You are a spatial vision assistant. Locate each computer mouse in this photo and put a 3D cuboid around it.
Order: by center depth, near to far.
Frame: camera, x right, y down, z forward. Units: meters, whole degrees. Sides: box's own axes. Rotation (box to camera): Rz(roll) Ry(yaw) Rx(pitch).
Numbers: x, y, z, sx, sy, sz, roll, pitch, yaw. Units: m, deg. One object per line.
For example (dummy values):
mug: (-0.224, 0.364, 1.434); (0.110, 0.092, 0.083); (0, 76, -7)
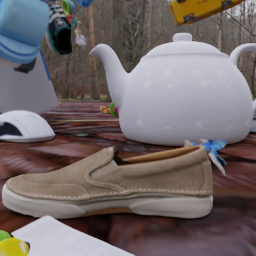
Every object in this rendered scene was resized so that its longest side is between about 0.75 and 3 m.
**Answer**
computer mouse: (-2.658, -0.100, 6.152); (2.628, 0.577, 1.441); (4, 6, 32)

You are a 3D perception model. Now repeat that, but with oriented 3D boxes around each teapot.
teapot: (1.206, -0.854, 5.836); (2.898, 2.144, 2.936); (5, 7, 39)

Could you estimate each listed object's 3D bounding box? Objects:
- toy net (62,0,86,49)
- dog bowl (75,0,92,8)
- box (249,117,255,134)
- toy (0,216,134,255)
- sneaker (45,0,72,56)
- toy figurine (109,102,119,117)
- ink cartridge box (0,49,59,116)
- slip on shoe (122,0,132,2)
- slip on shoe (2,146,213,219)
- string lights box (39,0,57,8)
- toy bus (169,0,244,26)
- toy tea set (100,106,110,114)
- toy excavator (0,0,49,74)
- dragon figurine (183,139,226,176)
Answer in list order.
toy net: (-2.157, -3.980, 10.953); (0.365, 1.891, 0.992); (-25, 20, -28)
dog bowl: (-1.012, -3.256, 6.739); (0.286, 0.644, 1.155); (36, 20, -13)
box: (3.869, -0.076, 6.732); (1.742, 0.401, 1.384); (-6, 8, -42)
toy: (-0.165, 0.628, 0.916); (1.048, 0.247, 0.603); (11, 13, 34)
sneaker: (-2.313, -3.513, 8.815); (0.907, 2.541, 1.015); (-33, 42, -23)
toy figurine: (-0.171, -0.660, 11.928); (1.055, 0.792, 0.971); (24, 9, -27)
ink cartridge box: (-3.800, -1.250, 8.729); (2.540, 1.870, 1.837); (8, 29, 45)
slip on shoe: (0.048, -2.246, 3.590); (0.445, 1.170, 0.354); (-4, 24, -39)
slip on shoe: (-0.159, 0.376, 2.153); (1.590, 0.482, 0.605); (1, 6, 7)
string lights box: (-2.578, -3.417, 7.619); (1.899, 0.560, 0.976); (-34, 13, 22)
toy bus: (2.500, -3.996, 8.984); (2.343, 0.762, 0.917); (-22, 5, 1)
toy tea set: (-1.241, -0.887, 15.073); (0.667, 0.415, 1.122); (30, 7, 5)
toy excavator: (-2.155, -2.762, 5.891); (2.607, 2.535, 1.302); (-23, -23, 38)
dragon figurine: (1.054, 0.313, 3.533); (0.534, 0.316, 1.074); (-2, 5, -17)
